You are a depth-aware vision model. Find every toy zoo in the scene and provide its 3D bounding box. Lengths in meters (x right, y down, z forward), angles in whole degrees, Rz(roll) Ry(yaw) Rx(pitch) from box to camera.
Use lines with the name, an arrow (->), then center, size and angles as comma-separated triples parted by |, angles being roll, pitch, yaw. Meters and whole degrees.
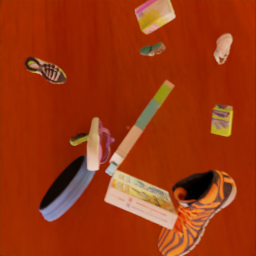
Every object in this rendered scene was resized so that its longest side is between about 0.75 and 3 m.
toy zoo -> 0.228, 0.108, 8.352 | 0.305, 1.953, 2.977 | 35, 77, 1

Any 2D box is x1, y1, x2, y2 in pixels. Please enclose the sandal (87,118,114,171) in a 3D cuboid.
sandal -> -0.689, 0.450, 7.307 | 0.640, 2.602, 1.059 | 3, 107, -4

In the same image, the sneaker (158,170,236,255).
sneaker -> 1.471, 2.189, 7.402 | 2.881, 1.614, 1.118 | -55, 44, 7

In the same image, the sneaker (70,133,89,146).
sneaker -> -1.503, 0.274, 9.183 | 0.845, 0.324, 0.354 | -20, 67, -16

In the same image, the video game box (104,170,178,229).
video game box -> 0.320, 1.834, 7.545 | 1.767, 1.939, 0.454 | 21, 93, -1

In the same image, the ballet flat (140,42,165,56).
ballet flat -> 0.781, -2.437, 8.871 | 0.351, 0.976, 0.351 | 0, 91, -40

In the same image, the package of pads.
package of pads -> 0.766, -3.294, 8.094 | 1.047, 0.357, 0.809 | -24, 72, 29

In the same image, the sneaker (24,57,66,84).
sneaker -> -2.155, -1.554, 7.561 | 1.263, 0.511, 0.467 | 30, 102, 16

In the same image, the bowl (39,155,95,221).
bowl -> -1.727, 1.616, 7.872 | 0.403, 2.055, 2.055 | 43, 75, -15

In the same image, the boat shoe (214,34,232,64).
boat shoe -> 3.060, -2.480, 8.989 | 0.465, 1.313, 0.458 | -13, 72, 1

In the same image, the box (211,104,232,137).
box -> 2.811, -0.227, 8.415 | 0.545, 0.895, 0.213 | 15, 30, 36
